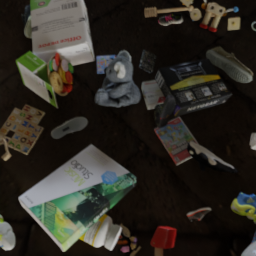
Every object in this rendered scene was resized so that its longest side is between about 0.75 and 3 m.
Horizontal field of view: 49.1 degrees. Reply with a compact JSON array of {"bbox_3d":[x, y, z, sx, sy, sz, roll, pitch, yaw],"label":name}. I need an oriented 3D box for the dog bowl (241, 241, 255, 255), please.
[{"bbox_3d":[4.412,4.487,7.462,2.989,0.877,2.989,1,77,-3],"label":"dog bowl"}]

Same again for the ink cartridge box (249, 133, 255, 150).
[{"bbox_3d":[4.746,0.501,9.818,0.834,0.522,0.536,17,67,7],"label":"ink cartridge box"}]

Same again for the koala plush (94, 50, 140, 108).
[{"bbox_3d":[-0.265,-1.765,9.957,1.596,1.737,1.540,10,34,6],"label":"koala plush"}]

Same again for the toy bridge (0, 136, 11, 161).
[{"bbox_3d":[-4.614,0.553,9.910,1.509,0.205,0.507,36,70,19],"label":"toy bridge"}]

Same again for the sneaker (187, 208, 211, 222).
[{"bbox_3d":[2.275,2.754,8.862,0.788,0.304,0.323,-24,75,17],"label":"sneaker"}]

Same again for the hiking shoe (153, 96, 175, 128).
[{"bbox_3d":[1.157,-0.645,9.684,0.524,1.385,0.697,-14,51,-30],"label":"hiking shoe"}]

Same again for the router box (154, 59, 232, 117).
[{"bbox_3d":[2.417,-1.563,10.505,2.304,0.602,1.812,-15,66,-19],"label":"router box"}]

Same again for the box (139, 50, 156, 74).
[{"bbox_3d":[0.778,-2.639,11.182,0.606,0.165,0.757,18,81,-34],"label":"box"}]

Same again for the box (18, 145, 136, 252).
[{"bbox_3d":[-1.448,1.886,8.345,2.060,0.519,2.854,31,54,30],"label":"box"}]

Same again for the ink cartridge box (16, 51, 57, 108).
[{"bbox_3d":[-3.147,-1.752,10.393,1.827,1.350,0.692,35,62,14],"label":"ink cartridge box"}]

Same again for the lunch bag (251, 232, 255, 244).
[{"bbox_3d":[4.356,3.786,8.331,1.268,0.597,0.955,33,67,4],"label":"lunch bag"}]

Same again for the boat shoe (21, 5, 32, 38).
[{"bbox_3d":[-4.264,-4.627,12.107,0.624,0.748,2.004,-4,60,4],"label":"boat shoe"}]

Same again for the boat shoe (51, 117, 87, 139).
[{"bbox_3d":[-2.105,-0.010,9.976,1.342,0.458,0.496,-31,107,-13],"label":"boat shoe"}]

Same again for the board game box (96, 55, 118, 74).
[{"bbox_3d":[-0.760,-2.597,11.436,1.031,0.189,0.780,-5,64,-1],"label":"board game box"}]

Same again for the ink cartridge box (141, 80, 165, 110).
[{"bbox_3d":[0.984,-1.276,10.687,0.737,0.419,1.012,-10,64,-7],"label":"ink cartridge box"}]

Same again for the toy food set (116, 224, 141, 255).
[{"bbox_3d":[-0.081,3.491,8.642,0.595,0.147,0.936,-42,72,-17],"label":"toy food set"}]

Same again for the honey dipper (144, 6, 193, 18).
[{"bbox_3d":[1.768,-5.088,12.201,2.098,0.398,0.398,2,64,16],"label":"honey dipper"}]

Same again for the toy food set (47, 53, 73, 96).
[{"bbox_3d":[-2.504,-1.957,10.408,0.376,1.544,1.529,-6,83,18],"label":"toy food set"}]

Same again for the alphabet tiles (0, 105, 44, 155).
[{"bbox_3d":[-3.861,-0.020,10.293,1.418,0.064,1.696,22,69,10],"label":"alphabet tiles"}]

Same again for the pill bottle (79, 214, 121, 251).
[{"bbox_3d":[-1.094,2.956,8.428,1.683,0.946,0.946,23,67,12],"label":"pill bottle"}]

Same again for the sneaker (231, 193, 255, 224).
[{"bbox_3d":[4.033,2.553,8.727,1.512,0.573,0.794,28,77,6],"label":"sneaker"}]

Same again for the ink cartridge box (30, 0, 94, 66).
[{"bbox_3d":[-2.688,-3.978,11.390,2.136,1.233,2.936,-12,66,2],"label":"ink cartridge box"}]

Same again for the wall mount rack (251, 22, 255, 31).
[{"bbox_3d":[6.075,-4.736,12.161,1.361,0.508,1.183,-8,81,-4],"label":"wall mount rack"}]

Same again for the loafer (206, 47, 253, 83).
[{"bbox_3d":[4.110,-2.598,11.111,0.726,0.784,2.086,-43,72,-13],"label":"loafer"}]

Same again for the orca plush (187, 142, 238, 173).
[{"bbox_3d":[2.746,1.190,9.555,1.813,0.644,0.954,25,23,-3],"label":"orca plush"}]

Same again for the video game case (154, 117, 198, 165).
[{"bbox_3d":[1.791,0.446,10.061,1.098,0.134,1.536,-26,68,-12],"label":"video game case"}]

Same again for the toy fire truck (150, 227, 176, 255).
[{"bbox_3d":[1.372,4.342,7.763,1.904,0.658,2.701,9,79,35],"label":"toy fire truck"}]

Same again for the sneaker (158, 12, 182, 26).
[{"bbox_3d":[1.878,-4.815,12.276,1.111,0.486,0.410,-6,73,-4],"label":"sneaker"}]

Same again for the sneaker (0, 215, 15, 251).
[{"bbox_3d":[-4.254,3.168,8.580,0.975,0.703,1.857,-43,65,-5],"label":"sneaker"}]

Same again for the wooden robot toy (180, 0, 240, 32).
[{"bbox_3d":[3.539,-5.032,12.282,2.788,1.228,1.265,21,29,-1],"label":"wooden robot toy"}]
